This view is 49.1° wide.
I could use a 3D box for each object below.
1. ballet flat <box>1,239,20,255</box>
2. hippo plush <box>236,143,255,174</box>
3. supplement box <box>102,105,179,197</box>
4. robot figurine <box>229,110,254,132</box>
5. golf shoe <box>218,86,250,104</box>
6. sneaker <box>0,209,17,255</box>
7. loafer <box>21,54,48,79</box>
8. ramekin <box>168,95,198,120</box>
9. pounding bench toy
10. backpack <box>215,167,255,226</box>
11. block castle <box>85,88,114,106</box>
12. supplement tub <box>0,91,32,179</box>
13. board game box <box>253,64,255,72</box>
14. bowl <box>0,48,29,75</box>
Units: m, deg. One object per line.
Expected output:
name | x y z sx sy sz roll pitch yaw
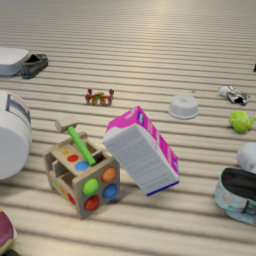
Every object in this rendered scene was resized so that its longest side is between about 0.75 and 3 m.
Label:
ballet flat | -2.334 2.471 4.573 0.546 0.467 1.643 10 31 16
hippo plush | 3.452 0.841 6.486 1.509 1.495 1.876 -32 29 4
supplement box | 0.300 0.483 5.719 0.827 1.600 0.810 -30 24 23
robot figurine | 3.333 -0.192 8.317 0.712 0.470 0.812 20 35 -4
golf shoe | 3.610 -1.133 9.677 1.095 0.426 0.517 23 41 30
sneaker | -3.177 1.428 5.187 2.751 1.239 1.031 16 41 34
loafer | -3.897 -2.776 11.761 0.738 0.646 2.055 4 36 5
ramekin | 1.787 -0.708 9.050 0.969 0.451 0.969 -1 36 1
pounding bench toy | -0.944 0.756 5.879 1.103 1.775 1.384 -29 44 -34
backpack | 2.380 1.370 5.789 1.139 0.873 1.001 22 38 11
block castle | -0.981 -1.094 9.606 0.928 0.435 0.620 3 36 4
supplement tub | -3.028 0.095 6.542 1.463 1.463 2.085 -11 28 -15
board game box | 6.407 -2.333 11.398 1.357 0.347 2.004 -27 44 -33
bowl | -5.145 -2.746 11.731 1.732 0.646 1.729 5 36 8
